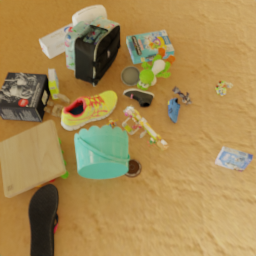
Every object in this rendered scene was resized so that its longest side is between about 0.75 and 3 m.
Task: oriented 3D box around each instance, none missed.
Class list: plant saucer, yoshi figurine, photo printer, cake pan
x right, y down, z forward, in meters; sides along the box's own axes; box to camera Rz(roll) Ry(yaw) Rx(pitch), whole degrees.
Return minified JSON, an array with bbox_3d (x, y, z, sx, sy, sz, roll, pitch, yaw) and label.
[{"bbox_3d":[0.134,1.495,10.538,0.777,0.125,0.777,0,58,-1],"label":"plant saucer"},{"bbox_3d":[1.160,-2.523,12.142,1.155,1.151,2.056,25,73,48],"label":"yoshi figurine"},{"bbox_3d":[-1.768,-4.782,13.330,1.658,1.992,0.692,-28,63,-15],"label":"photo printer"},{"bbox_3d":[0.118,-2.332,12.582,0.889,0.889,0.163,-5,15,-3],"label":"cake pan"}]

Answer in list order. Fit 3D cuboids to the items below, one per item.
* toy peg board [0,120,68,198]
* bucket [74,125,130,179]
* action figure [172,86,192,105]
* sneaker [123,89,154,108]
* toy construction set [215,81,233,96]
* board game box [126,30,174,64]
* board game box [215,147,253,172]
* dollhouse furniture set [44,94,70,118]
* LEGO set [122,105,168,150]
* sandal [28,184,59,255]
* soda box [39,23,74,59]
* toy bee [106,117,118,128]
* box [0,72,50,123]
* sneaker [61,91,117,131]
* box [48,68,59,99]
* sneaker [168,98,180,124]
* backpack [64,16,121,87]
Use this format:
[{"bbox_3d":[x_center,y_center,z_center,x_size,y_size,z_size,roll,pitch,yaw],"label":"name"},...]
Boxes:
[{"bbox_3d":[-3.345,1.235,10.321,2.218,1.090,2.228,-24,59,4],"label":"toy peg board"},{"bbox_3d":[-0.898,0.921,9.878,2.040,2.040,1.327,-5,63,-3],"label":"bucket"},{"bbox_3d":[2.357,-1.369,12.021,1.042,0.361,0.678,39,33,0],"label":"action figure"},{"bbox_3d":[0.428,-1.255,12.025,1.327,0.469,0.658,10,54,1],"label":"sneaker"},{"bbox_3d":[4.228,-1.795,12.399,0.594,0.417,0.905,21,49,40],"label":"toy construction set"},{"bbox_3d":[1.058,-3.983,13.724,2.004,0.470,1.513,-12,59,-7],"label":"board game box"},{"bbox_3d":[3.826,1.160,10.201,1.028,1.033,0.224,17,57,11],"label":"board game box"},{"bbox_3d":[-2.915,-0.911,11.895,0.850,0.602,0.926,21,82,13],"label":"dollhouse furniture set"},{"bbox_3d":[0.529,0.158,10.981,0.826,1.020,2.218,-42,96,0],"label":"LEGO set"},{"bbox_3d":[-2.756,3.217,9.247,1.002,0.601,2.669,-5,69,8],"label":"sandal"},{"bbox_3d":[-3.134,-4.360,13.775,2.276,0.775,0.725,-35,65,-20],"label":"soda box"},{"bbox_3d":[-0.604,-0.177,11.334,0.832,0.452,0.544,36,67,28],"label":"toy bee"},{"bbox_3d":[-4.342,-1.297,11.754,1.711,0.978,1.879,3,58,3],"label":"box"},{"bbox_3d":[-1.539,-0.862,11.366,2.599,1.174,1.016,-32,65,-19],"label":"sneaker"},{"bbox_3d":[-3.262,-1.965,12.252,0.301,0.770,1.263,-9,53,-5],"label":"box"},{"bbox_3d":[1.944,-0.752,11.639,0.474,0.398,1.209,-28,45,35],"label":"sneaker"},{"bbox_3d":[-1.454,-3.519,12.330,2.042,2.408,2.712,29,58,11],"label":"backpack"}]
